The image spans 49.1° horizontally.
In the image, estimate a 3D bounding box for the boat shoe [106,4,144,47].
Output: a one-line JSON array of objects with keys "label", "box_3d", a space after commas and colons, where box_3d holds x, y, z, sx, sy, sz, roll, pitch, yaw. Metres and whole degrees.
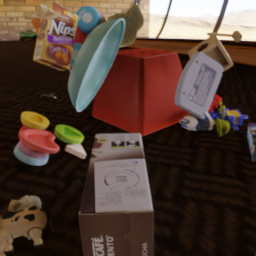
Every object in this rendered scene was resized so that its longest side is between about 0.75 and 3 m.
[{"label": "boat shoe", "box_3d": [-0.292, -3.366, 9.575, 0.974, 1.059, 2.964, -18, 27, 34]}]

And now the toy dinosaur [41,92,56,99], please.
[{"label": "toy dinosaur", "box_3d": [-3.890, -1.603, 13.861, 0.911, 0.216, 0.401, 6, 29, 23]}]

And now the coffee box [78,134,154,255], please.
[{"label": "coffee box", "box_3d": [-0.181, 1.282, 5.137, 1.044, 1.478, 2.615, -1, 22, -1]}]

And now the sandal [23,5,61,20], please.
[{"label": "sandal", "box_3d": [-2.110, -2.810, 6.739, 0.900, 0.296, 0.330, -4, 55, -1]}]

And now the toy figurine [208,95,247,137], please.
[{"label": "toy figurine", "box_3d": [3.705, -0.494, 10.039, 1.319, 1.161, 2.202, 6, 23, 0]}]

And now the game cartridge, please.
[{"label": "game cartridge", "box_3d": [1.953, -1.207, 7.824, 1.098, 1.650, 0.337, 27, -8, -24]}]

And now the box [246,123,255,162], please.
[{"label": "box", "box_3d": [5.032, 0.530, 8.239, 2.713, 0.511, 1.853, 6, 23, 15]}]

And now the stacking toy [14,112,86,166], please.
[{"label": "stacking toy", "box_3d": [-2.386, 0.533, 8.409, 1.987, 0.927, 2.195, 20, 18, -23]}]

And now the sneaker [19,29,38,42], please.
[{"label": "sneaker", "box_3d": [-3.057, -2.989, 8.899, 0.832, 0.355, 0.325, -5, -6, 1]}]

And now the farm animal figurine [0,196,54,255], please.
[{"label": "farm animal figurine", "box_3d": [-2.122, 1.765, 4.751, 1.664, 0.877, 1.682, -15, 26, -31]}]

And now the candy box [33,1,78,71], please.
[{"label": "candy box", "box_3d": [-2.088, -2.639, 8.158, 0.480, 1.699, 0.991, 4, -6, 40]}]

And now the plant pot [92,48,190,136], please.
[{"label": "plant pot", "box_3d": [0.509, -1.630, 10.814, 2.907, 2.564, 2.910, -20, 30, -38]}]

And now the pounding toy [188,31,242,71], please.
[{"label": "pounding toy", "box_3d": [2.656, -2.454, 8.516, 1.560, 1.370, 0.714, -31, 32, 26]}]

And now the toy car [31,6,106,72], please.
[{"label": "toy car", "box_3d": [-2.252, -3.240, 10.024, 2.604, 2.303, 2.400, 18, 5, 3]}]

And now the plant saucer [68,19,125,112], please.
[{"label": "plant saucer", "box_3d": [-0.871, -1.642, 7.138, 0.462, 2.572, 2.572, 27, 25, 0]}]

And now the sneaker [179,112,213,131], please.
[{"label": "sneaker", "box_3d": [2.362, -0.367, 10.296, 1.088, 0.598, 1.486, 1, 27, -8]}]
